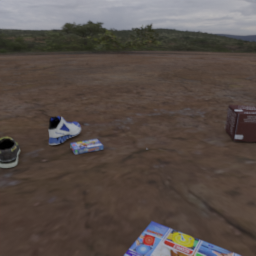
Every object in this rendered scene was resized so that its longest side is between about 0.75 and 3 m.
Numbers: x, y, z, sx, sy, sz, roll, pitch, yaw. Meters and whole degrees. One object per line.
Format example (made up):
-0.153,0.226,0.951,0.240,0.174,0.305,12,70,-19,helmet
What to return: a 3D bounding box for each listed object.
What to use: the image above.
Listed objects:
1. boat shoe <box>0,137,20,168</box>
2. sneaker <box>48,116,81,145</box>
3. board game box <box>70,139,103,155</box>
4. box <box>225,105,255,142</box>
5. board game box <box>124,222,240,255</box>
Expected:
-3.454,0.554,8.058,0.618,0.522,1.734,-6,21,-23,boat shoe
-2.126,-0.060,9.216,0.572,0.817,1.415,1,21,26,sneaker
-1.273,0.569,8.571,0.880,0.152,0.595,-9,19,-22,board game box
3.920,-0.163,9.396,0.953,0.943,1.149,3,18,2,box
0.891,2.132,3.918,1.974,0.340,1.336,12,23,30,board game box
